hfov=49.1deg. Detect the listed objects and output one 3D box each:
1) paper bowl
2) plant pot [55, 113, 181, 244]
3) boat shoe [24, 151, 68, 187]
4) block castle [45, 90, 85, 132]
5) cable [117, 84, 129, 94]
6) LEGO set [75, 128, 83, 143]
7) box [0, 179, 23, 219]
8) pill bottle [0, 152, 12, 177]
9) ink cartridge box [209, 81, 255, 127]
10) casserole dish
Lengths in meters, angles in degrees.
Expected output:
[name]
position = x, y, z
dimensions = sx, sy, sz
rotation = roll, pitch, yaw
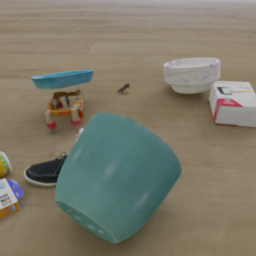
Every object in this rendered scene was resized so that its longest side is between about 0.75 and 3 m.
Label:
[paper bowl]
position = 3.029, -2.481, 13.361
dimensions = 2.622, 1.364, 2.622
rotation = -7, 20, 2
[plant pot]
position = -0.416, 1.354, 6.799
dimensions = 2.744, 2.744, 2.202
rotation = 19, 58, 27
[boat shoe]
position = -1.842, 1.184, 8.613
dimensions = 2.682, 0.835, 1.000
rotation = -3, 35, -3
[block castle]
position = -2.495, -0.705, 11.386
dimensions = 1.371, 0.963, 2.052
rotation = -6, 31, 0
[cable]
position = -0.202, -1.920, 13.960
dimensions = 0.539, 0.279, 1.109
rotation = -12, 19, 13
[LEGO set]
position = -1.209, 0.439, 9.919
dimensions = 0.682, 0.843, 1.834
rotation = 30, 13, 15
[box]
position = -3.886, 2.106, 7.631
dimensions = 1.915, 0.397, 1.140
rotation = -20, 38, -31
[pill bottle]
position = -4.304, 1.307, 8.529
dimensions = 1.265, 0.702, 0.702
rotation = -28, 43, -35
[ink cartridge box]
position = 4.458, -1.080, 11.884
dimensions = 1.706, 0.990, 2.312
rotation = 4, 35, 6
[casserole dish]
position = -2.627, -1.990, 11.509
dimensions = 1.665, 0.533, 2.748
rotation = 6, 19, 36
